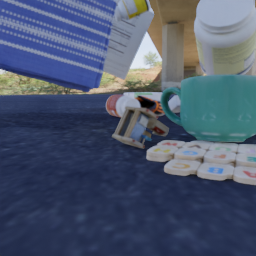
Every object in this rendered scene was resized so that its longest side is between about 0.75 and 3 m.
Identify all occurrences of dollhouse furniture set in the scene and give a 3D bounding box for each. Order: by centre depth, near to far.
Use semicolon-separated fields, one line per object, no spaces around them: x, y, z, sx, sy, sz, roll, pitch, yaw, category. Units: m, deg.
0.385;0.115;5.993;1.053;0.742;0.738;30;-11;-35;dollhouse furniture set

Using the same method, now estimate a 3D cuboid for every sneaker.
0.501;-1.054;11.959;2.187;0.848;1.225;7;-4;44;sneaker

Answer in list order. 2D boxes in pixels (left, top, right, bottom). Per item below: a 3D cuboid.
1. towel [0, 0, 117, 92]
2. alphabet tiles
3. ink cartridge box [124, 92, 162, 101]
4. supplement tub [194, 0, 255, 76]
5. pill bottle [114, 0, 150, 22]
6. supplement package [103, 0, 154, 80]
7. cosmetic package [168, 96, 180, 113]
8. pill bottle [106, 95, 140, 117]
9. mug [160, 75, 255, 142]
-1.157;-2.150;4.472;2.047;2.827;0.337;11;5;-24;towel
1.589;0.455;4.757;2.388;0.174;2.336;4;10;24;alphabet tiles
0.828;-1.529;15.689;1.577;0.911;2.168;-3;9;-21;ink cartridge box
3.000;-2.794;8.621;1.762;1.762;2.431;3;-24;22;supplement tub
0.076;-3.595;8.366;1.063;0.596;0.596;-23;7;4;pill bottle
-0.259;-3.554;10.881;1.480;2.702;1.537;21;29;-12;supplement package
2.418;-1.118;13.131;0.870;0.535;0.868;-5;-19;-22;cosmetic package
-0.194;-0.860;11.194;0.909;0.909;1.620;-4;9;-25;pill bottle
1.952;-0.385;6.320;1.748;1.316;2.128;0;2;-26;mug
